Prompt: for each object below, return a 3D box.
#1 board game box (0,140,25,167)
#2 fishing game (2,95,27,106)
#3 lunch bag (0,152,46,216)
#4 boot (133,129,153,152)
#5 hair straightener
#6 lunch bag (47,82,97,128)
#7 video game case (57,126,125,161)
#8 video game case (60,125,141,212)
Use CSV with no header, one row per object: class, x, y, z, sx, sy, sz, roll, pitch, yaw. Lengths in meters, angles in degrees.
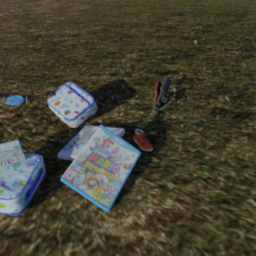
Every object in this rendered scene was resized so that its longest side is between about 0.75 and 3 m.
board game box,-4.201,0.901,9.154,1.408,0.241,0.946,-15,36,-24
fishing game,-5.569,-1.330,13.778,1.195,0.186,0.856,-10,43,-20
lunch bag,-3.725,1.715,8.951,1.772,0.909,2.205,3,34,6
boot,0.586,0.485,10.966,0.399,0.570,1.063,-20,45,-33
hair straightener,1.744,-1.731,13.622,1.123,0.597,2.917,-24,23,31
lunch bag,-2.502,-1.118,12.515,1.718,0.810,2.144,-43,59,-14
video game case,-1.387,0.588,10.767,1.880,0.227,2.063,5,34,28
video game case,-0.795,1.226,9.173,1.749,0.218,2.444,35,52,-3
